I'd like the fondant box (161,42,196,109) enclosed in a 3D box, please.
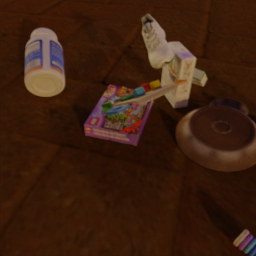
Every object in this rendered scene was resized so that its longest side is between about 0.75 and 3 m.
[{"bbox_3d":[1.683,-1.829,9.753,0.547,1.879,1.356,-10,42,-13],"label":"fondant box"}]

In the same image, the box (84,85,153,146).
[{"bbox_3d":[-0.216,-0.511,9.257,1.667,0.476,2.436,10,41,12],"label":"box"}]

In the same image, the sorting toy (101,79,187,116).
[{"bbox_3d":[0.437,-1.042,8.048,2.744,0.374,1.545,-26,15,-25],"label":"sorting toy"}]

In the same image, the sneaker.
[{"bbox_3d":[0.783,-2.674,8.692,0.815,0.952,2.186,-29,47,17],"label":"sneaker"}]

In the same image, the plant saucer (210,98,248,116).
[{"bbox_3d":[3.415,-0.578,9.548,1.262,0.231,1.262,-1,39,1],"label":"plant saucer"}]

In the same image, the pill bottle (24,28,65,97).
[{"bbox_3d":[-3.051,-2.456,10.226,1.356,1.356,2.420,-6,58,-8],"label":"pill bottle"}]

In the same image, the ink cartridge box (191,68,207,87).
[{"bbox_3d":[2.549,-1.905,10.459,0.632,0.364,0.866,26,2,24],"label":"ink cartridge box"}]

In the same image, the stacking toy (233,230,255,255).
[{"bbox_3d":[2.672,2.583,5.677,0.427,0.427,1.000,-28,55,-30],"label":"stacking toy"}]

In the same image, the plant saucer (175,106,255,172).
[{"bbox_3d":[2.757,0.111,8.363,2.622,0.480,2.622,-1,45,1],"label":"plant saucer"}]
